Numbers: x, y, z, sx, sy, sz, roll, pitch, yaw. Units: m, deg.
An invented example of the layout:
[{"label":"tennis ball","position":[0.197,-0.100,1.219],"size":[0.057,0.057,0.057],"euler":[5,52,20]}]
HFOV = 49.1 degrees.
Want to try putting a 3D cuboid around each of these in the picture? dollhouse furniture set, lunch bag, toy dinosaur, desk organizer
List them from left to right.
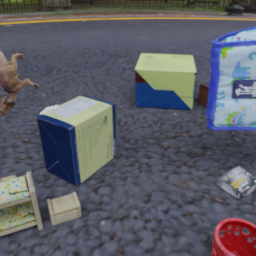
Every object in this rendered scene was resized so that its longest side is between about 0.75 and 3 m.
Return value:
[{"label":"toy dinosaur","position":[-2.846,-1.123,6.586],"size":[0.669,1.558,1.056],"euler":[6,38,31]},{"label":"dollhouse furniture set","position":[-2.883,1.506,7.625],"size":[2.592,1.441,2.292],"euler":[-12,32,-20]},{"label":"desk organizer","position":[4.448,-1.235,12.836],"size":[0.974,1.045,2.715],"euler":[-15,33,-25]},{"label":"lunch bag","position":[3.506,-1.389,7.775],"size":[2.939,2.499,1.873],"euler":[-14,28,-16]}]

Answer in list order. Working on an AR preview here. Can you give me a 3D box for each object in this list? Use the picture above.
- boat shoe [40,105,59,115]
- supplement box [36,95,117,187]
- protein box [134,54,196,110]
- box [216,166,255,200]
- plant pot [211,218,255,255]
[{"label":"boat shoe","position":[-3.416,-0.446,11.823],"size":[0.669,0.732,2.035],"euler":[-3,29,5]},{"label":"supplement box","position":[-1.538,0.312,9.070],"size":[1.397,2.082,2.079],"euler":[19,35,30]},{"label":"protein box","position":[1.832,-2.398,14.016],"size":[2.774,1.886,2.795],"euler":[4,30,7]},{"label":"box","position":[3.397,1.658,8.558],"size":[1.075,0.260,0.851],"euler":[-19,35,-31]},{"label":"plant pot","position":[2.345,2.690,5.998],"size":[1.099,1.001,1.099],"euler":[-1,29,0]}]
